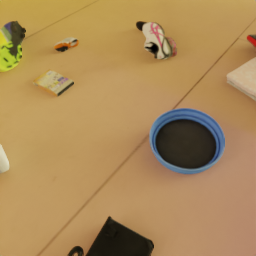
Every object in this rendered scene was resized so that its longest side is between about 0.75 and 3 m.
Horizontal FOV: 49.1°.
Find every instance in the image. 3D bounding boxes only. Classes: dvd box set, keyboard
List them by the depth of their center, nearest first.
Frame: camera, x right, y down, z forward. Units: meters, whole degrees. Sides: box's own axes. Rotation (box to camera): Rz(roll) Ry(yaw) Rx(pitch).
[{"bbox_3d":[-0.721,3.054,5.464,1.594,0.340,2.654,25,52,13],"label":"keyboard"},{"bbox_3d":[-2.572,-1.557,9.640,1.141,0.168,0.835,27,54,21],"label":"dvd box set"}]

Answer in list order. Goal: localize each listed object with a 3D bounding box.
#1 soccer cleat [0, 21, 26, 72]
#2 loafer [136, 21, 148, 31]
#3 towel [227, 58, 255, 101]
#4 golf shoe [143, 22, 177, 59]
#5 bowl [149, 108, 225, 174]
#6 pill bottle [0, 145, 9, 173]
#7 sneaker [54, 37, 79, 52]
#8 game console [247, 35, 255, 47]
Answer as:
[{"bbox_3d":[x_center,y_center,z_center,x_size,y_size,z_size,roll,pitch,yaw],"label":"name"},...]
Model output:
[{"bbox_3d":[-4.653,-2.999,10.652,1.139,0.881,2.724,-20,49,23],"label":"soccer cleat"},{"bbox_3d":[0.828,-4.349,12.032,0.999,0.365,0.356,19,44,7],"label":"loafer"},{"bbox_3d":[5.027,-1.509,9.445,2.431,0.410,2.546,-30,55,-23],"label":"towel"},{"bbox_3d":[0.998,-3.447,10.911,0.980,0.773,2.129,-18,51,-16],"label":"golf shoe"},{"bbox_3d":[1.584,0.348,7.674,2.017,0.396,2.017,-2,54,2],"label":"bowl"},{"bbox_3d":[-4.082,0.930,6.778,2.028,1.138,1.138,-25,53,-20],"label":"pill bottle"},{"bbox_3d":[-2.510,-3.333,11.126,1.033,0.391,0.475,-26,46,-31],"label":"sneaker"},{"bbox_3d":[5.870,-2.980,10.542,2.232,0.346,1.974,0,37,-12],"label":"game console"}]
